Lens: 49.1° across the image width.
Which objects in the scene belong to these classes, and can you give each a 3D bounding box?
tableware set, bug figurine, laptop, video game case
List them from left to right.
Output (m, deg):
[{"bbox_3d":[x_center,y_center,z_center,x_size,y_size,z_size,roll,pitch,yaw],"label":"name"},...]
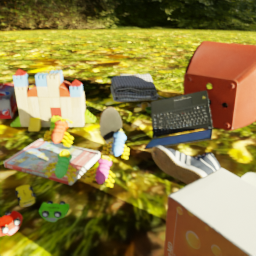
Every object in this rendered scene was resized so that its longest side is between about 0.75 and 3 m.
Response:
[{"bbox_3d":[-2.027,0.860,7.611,2.086,0.182,1.492,10,26,21],"label":"video game case"},{"bbox_3d":[-0.996,0.547,6.708,2.176,0.560,1.687,12,53,-9],"label":"bug figurine"},{"bbox_3d":[1.407,-1.001,11.603,1.929,0.296,1.299,-10,26,-22],"label":"tableware set"},{"bbox_3d":[1.455,-0.283,8.335,1.897,1.106,2.141,-10,62,19],"label":"laptop"}]

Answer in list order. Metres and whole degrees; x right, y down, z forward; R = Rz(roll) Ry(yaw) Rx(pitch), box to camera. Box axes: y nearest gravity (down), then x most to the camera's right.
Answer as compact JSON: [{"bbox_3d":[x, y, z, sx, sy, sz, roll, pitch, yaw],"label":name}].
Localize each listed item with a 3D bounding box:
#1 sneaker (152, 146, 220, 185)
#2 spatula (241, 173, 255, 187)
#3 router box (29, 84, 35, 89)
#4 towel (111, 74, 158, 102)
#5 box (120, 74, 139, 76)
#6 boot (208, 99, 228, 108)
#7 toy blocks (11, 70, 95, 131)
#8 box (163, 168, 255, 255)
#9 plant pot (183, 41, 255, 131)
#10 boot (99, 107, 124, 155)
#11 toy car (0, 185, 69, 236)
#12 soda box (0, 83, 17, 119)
[{"bbox_3d":[1.476,0.846,7.094,0.942,0.609,1.737,-25,40,-35],"label":"sneaker"},{"bbox_3d":[3.290,1.829,5.425,1.990,0.230,2.862,-20,31,-39],"label":"spatula"},{"bbox_3d":[-4.308,-1.737,13.133,1.066,0.365,1.429,16,29,31],"label":"router box"},{"bbox_3d":[0.247,-1.834,12.739,2.038,0.872,1.687,-3,25,-8],"label":"towel"},{"bbox_3d":[0.091,-2.820,15.720,1.101,0.215,0.753,0,24,-1],"label":"box"},{"bbox_3d":[3.648,-0.974,10.661,2.181,0.870,2.399,-3,9,29],"label":"boot"},{"bbox_3d":[-2.652,-1.073,9.701,2.890,1.975,1.444,0,24,-1],"label":"toy blocks"},{"bbox_3d":[1.757,1.899,3.599,1.232,1.572,2.527,-17,29,-32],"label":"box"},{"bbox_3d":[3.240,-1.354,9.850,2.655,2.652,2.340,17,37,33],"label":"plant pot"},{"bbox_3d":[-0.505,0.004,7.601,0.619,1.680,0.634,-18,47,-10],"label":"boot"},{"bbox_3d":[-1.838,1.692,5.613,1.337,0.317,1.421,2,25,4],"label":"toy car"},{"bbox_3d":[-4.967,-1.134,11.297,0.854,0.774,2.440,-4,24,-11],"label":"soda box"}]
